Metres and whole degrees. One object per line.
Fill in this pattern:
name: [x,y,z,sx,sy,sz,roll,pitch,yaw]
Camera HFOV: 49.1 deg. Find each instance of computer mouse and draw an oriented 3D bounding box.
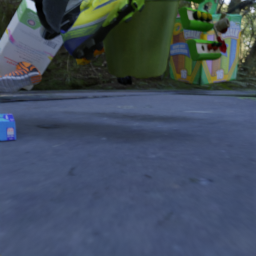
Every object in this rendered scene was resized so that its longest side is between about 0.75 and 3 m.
computer mouse: [-0.551,-2.886,11.551,0.597,2.594,1.821,-20,22,-13]

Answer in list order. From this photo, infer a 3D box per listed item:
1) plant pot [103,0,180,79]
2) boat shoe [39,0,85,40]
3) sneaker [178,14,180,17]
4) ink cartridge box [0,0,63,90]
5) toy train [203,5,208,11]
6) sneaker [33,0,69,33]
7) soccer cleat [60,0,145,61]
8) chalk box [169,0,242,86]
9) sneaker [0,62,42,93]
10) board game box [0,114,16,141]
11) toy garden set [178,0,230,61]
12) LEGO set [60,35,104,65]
plant pot: [0.241,-2.804,7.755,2.734,2.596,2.734,0,24,0]
boat shoe: [-1.501,-2.628,7.004,1.867,0.662,0.673,-25,6,33]
sneaker: [2.483,-5.093,12.716,0.308,0.835,0.365,-1,-33,34]
ink cartridge box: [-3.759,-3.004,10.486,1.724,2.944,0.991,22,30,-41]
toy train: [2.867,-4.492,11.341,0.171,1.004,0.230,7,34,-47]
sneaker: [-1.557,-3.133,5.913,0.594,1.979,1.032,15,-7,40]
soccer cleat: [-0.527,-2.603,6.112,2.579,1.079,0.834,-39,-9,22]
chalk box: [2.722,-3.162,10.055,1.799,2.906,1.808,-12,21,-25]
sneaker: [-4.029,-1.838,10.021,1.680,0.652,0.941,-16,50,-26]
board game box: [-4.317,0.008,7.450,2.396,0.539,1.822,-4,10,-24]
toy garden set: [1.853,-2.827,6.422,0.495,2.482,2.069,-15,1,43]
LEGO set: [-1.087,-2.606,9.074,2.839,1.083,1.165,-6,-7,-39]
